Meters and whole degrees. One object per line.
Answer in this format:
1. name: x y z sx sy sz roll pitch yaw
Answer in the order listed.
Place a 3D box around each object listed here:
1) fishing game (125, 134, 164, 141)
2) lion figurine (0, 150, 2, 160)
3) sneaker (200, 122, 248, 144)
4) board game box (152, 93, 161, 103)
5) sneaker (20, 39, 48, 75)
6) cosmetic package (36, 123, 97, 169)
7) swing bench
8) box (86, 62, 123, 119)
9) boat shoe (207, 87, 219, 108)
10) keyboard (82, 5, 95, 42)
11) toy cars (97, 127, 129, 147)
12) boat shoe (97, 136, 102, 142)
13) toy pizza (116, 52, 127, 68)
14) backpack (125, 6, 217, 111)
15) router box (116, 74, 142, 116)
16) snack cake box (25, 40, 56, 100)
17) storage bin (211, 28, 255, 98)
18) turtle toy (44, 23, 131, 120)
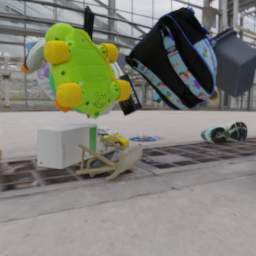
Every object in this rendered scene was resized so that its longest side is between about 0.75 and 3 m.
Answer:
1. fishing game: 0.738 0.460 14.336 2.089 0.325 1.496 -2 3 -14
2. lion figurine: -4.289 1.040 6.579 1.745 1.033 2.850 7 19 -4
3. sneaker: 4.703 0.189 13.734 2.582 1.002 1.114 -3 3 -24
4. board game box: 1.474 -1.592 13.128 0.175 0.840 1.242 24 5 -8
5. sneaker: -2.189 -2.047 8.012 0.783 0.951 2.068 -39 18 44
6. cosmetic package: -1.956 0.520 9.354 0.957 1.213 2.255 4 9 21
7. swing bench: -0.484 0.865 7.816 1.389 0.901 1.381 8 8 24
8. box: -1.009 -1.409 10.102 0.951 1.214 1.951 -16 -24 -35
9. boat shoe: 3.511 -1.432 11.796 0.602 0.542 1.668 -18 30 16
10. keyboard: -1.302 -2.247 8.602 0.265 2.569 1.633 -3 38 -19
11. toy cars: -0.898 0.302 12.989 1.173 0.579 2.617 0 13 -29
12. boat shoe: -1.340 0.553 13.473 0.812 0.287 0.281 4 7 26
13. toy pizza: -0.431 -3.050 12.563 0.873 0.873 0.138 0 50 2
14. backpack: 1.396 -1.715 7.474 1.536 2.284 2.085 -41 3 -39
15. router box: -0.067 -0.996 8.702 0.292 1.145 0.854 -24 1 -26
16. snack cake box: -2.857 -2.060 10.372 0.878 1.504 2.615 -16 -4 -7
17. storage bin: 3.473 -2.045 9.592 1.511 2.077 1.395 -32 52 -9
18. turtle toy: -1.279 -1.475 7.103 2.016 2.766 1.398 -11 -12 -41
